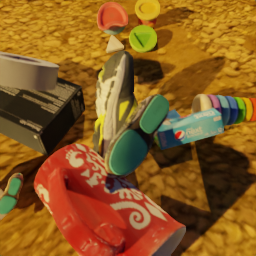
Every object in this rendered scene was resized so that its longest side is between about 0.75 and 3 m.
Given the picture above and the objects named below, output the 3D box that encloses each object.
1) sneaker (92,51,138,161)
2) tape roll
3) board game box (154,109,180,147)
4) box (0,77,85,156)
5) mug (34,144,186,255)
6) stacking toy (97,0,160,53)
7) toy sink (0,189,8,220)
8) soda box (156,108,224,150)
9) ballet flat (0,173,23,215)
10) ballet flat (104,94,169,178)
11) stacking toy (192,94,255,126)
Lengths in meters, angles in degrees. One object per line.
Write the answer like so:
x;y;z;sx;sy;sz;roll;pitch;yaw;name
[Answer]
-0.154;-0.459;6.770;1.140;2.695;1.004;3;14;-29;sneaker
-2.479;-1.316;6.390;1.694;0.559;1.694;11;14;-3;tape roll
1.043;-0.011;7.515;0.959;0.193;0.734;-27;58;-14;board game box
-2.750;-0.647;7.499;2.578;1.017;1.819;23;54;16;box
-0.490;1.463;5.254;1.800;2.395;2.698;-35;57;-25;mug
0.056;-3.423;9.888;2.174;0.918;1.968;-4;80;1;stacking toy
-3.111;1.562;5.993;1.169;0.655;0.762;45;57;1;toy sink
1.416;0.014;6.629;1.518;0.487;0.515;-15;23;2;soda box
-2.365;1.326;5.706;0.340;0.964;0.315;28;15;-16;ballet flat
0.133;0.185;5.907;0.803;0.803;2.233;26;56;17;ballet flat
2.913;-0.497;7.476;2.250;0.960;0.960;-5;54;-9;stacking toy
